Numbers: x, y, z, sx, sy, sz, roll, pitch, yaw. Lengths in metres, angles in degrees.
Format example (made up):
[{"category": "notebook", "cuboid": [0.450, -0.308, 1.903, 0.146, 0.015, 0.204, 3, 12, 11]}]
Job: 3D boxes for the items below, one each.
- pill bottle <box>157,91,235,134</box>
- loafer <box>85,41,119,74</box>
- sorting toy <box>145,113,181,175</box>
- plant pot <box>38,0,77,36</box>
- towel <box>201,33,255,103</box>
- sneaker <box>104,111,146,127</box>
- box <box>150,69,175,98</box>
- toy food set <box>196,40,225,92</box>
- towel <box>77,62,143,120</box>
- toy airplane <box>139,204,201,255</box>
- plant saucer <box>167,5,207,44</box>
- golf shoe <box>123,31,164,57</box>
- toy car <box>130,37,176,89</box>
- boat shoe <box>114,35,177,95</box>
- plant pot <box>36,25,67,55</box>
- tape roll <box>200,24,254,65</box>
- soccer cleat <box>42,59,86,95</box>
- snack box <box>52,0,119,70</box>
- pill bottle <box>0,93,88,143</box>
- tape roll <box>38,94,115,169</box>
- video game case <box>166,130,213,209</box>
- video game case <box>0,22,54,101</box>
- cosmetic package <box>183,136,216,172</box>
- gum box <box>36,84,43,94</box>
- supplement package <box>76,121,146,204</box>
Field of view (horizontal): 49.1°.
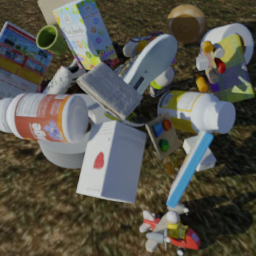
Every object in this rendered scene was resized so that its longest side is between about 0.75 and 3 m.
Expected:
[{"category": "pill bottle", "cuboid": [2.091, -0.473, 8.781, 1.266, 1.266, 2.261, -36, 31, -26]}, {"category": "loafer", "cuboid": [-1.486, -3.669, 13.860, 1.037, 0.908, 2.884, 35, 58, 25]}, {"category": "sorting toy", "cuboid": [1.124, 0.431, 7.846, 1.166, 0.210, 1.566, -29, 98, -46]}, {"category": "plant pot", "cuboid": [-2.594, -4.674, 11.260, 1.472, 1.661, 1.663, -24, 83, 3]}, {"category": "towel", "cuboid": [3.445, -1.996, 9.788, 0.259, 1.633, 2.274, -17, 92, -32]}, {"category": "sneaker", "cuboid": [-0.043, -0.479, 9.646, 1.510, 0.639, 0.562, 14, 17, -17]}, {"category": "box", "cuboid": [1.525, -1.993, 12.426, 1.224, 0.969, 0.296, -34, 57, -24]}, {"category": "toy food set", "cuboid": [2.346, -1.906, 8.153, 0.764, 1.600, 0.720, -11, 44, 4]}, {"category": "towel", "cuboid": [-0.387, -0.851, 6.422, 1.381, 0.238, 0.915, 42, 53, 1]}, {"category": "toy airplane", "cuboid": [1.152, 2.842, 8.242, 1.640, 1.162, 1.647, 1, 31, -14]}, {"category": "plant saucer", "cuboid": [2.427, -4.263, 11.800, 1.715, 1.715, 0.304, 16, 50, 13]}, {"category": "golf shoe", "cuboid": [0.591, -3.327, 11.345, 1.861, 0.718, 0.820, -18, 35, 21]}, {"category": "toy car", "cuboid": [1.111, -2.472, 10.540, 1.440, 1.920, 1.680, -31, 20, -24]}, {"category": "boat shoe", "cuboid": [0.252, -1.727, 8.135, 2.567, 0.908, 1.165, -50, 39, 15]}, {"category": "plant pot", "cuboid": [-2.207, -2.537, 8.388, 0.752, 0.715, 0.752, -7, 74, 23]}, {"category": "tape roll", "cuboid": [3.864, -3.120, 11.018, 1.700, 1.700, 1.168, -24, 17, -19]}, {"category": "soccer cleat", "cuboid": [-2.934, -1.995, 12.260, 0.968, 1.201, 2.820, 30, 57, 22]}, {"category": "snack box", "cuboid": [-1.484, -3.182, 9.750, 0.772, 2.282, 1.925, -36, 30, -24]}, {"category": "pill bottle", "cuboid": [-2.409, -0.293, 7.809, 2.342, 1.314, 1.314, 4, 49, 17]}, {"category": "tape roll", "cuboid": [-1.961, 0.052, 10.710, 2.959, 0.978, 2.959, 0, 50, -1]}, {"category": "video game case", "cuboid": [1.515, 0.871, 6.893, 0.216, 2.426, 1.736, 28, 96, 10]}, {"category": "video game case", "cuboid": [-3.732, -2.001, 9.435, 0.218, 1.783, 2.494, 6, 73, 59]}, {"category": "cosmetic package", "cuboid": [2.605, 0.917, 10.309, 0.686, 0.493, 1.216, -13, 50, -11]}, {"category": "gum box", "cuboid": [-4.838, -1.032, 11.683, 1.476, 0.860, 2.600, 12, 51, 10]}, {"category": "supplement package", "cuboid": [-0.428, 0.924, 7.481, 1.159, 1.144, 1.911, -9, 65, 49]}]
